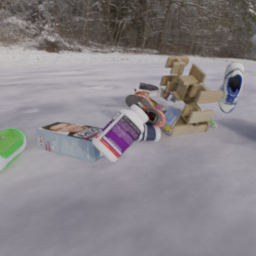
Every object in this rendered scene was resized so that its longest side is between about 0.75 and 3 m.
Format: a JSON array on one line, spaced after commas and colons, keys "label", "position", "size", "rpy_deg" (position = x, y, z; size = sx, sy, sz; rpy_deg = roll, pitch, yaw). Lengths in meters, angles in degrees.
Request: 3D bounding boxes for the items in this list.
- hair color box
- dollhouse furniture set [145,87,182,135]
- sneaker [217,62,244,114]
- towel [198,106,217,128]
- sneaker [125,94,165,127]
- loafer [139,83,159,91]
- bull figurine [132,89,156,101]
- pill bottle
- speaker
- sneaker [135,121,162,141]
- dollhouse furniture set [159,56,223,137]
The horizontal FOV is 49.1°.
[{"label": "hair color box", "position": [-1.902, 0.429, 10.151], "size": [2.647, 0.803, 1.310], "rpy_deg": [9, 20, 29]}, {"label": "dollhouse furniture set", "position": [1.444, -0.800, 11.407], "size": [1.048, 1.516, 1.606], "rpy_deg": [31, 7, -40]}, {"label": "sneaker", "position": [4.183, -1.474, 11.577], "size": [0.890, 2.363, 1.042], "rpy_deg": [5, 39, 13]}, {"label": "towel", "position": [3.545, -0.645, 13.074], "size": [0.169, 1.443, 1.100], "rpy_deg": [-43, 10, 14]}, {"label": "sneaker", "position": [0.569, -0.771, 10.986], "size": [1.954, 0.753, 0.800], "rpy_deg": [35, 15, 25]}, {"label": "loafer", "position": [0.866, -1.716, 12.038], "size": [0.958, 0.302, 0.344], "rpy_deg": [8, 26, -30]}, {"label": "bull figurine", "position": [0.941, -1.947, 17.746], "size": [1.650, 0.885, 2.719], "rpy_deg": [3, 17, 9]}, {"label": "pill bottle", "position": [-0.165, 0.107, 6.970], "size": [1.413, 0.795, 0.795], "rpy_deg": [-46, 30, -8]}, {"label": "speaker", "position": [-4.083, 0.719, 8.930], "size": [1.009, 1.009, 2.283], "rpy_deg": [1, 17, 3]}, {"label": "sneaker", "position": [0.429, -0.031, 11.660], "size": [1.196, 0.773, 2.205], "rpy_deg": [-1, 19, -18]}, {"label": "dollhouse furniture set", "position": [2.645, -1.160, 11.461], "size": [1.883, 2.834, 2.484], "rpy_deg": [-7, 45, -23]}]
